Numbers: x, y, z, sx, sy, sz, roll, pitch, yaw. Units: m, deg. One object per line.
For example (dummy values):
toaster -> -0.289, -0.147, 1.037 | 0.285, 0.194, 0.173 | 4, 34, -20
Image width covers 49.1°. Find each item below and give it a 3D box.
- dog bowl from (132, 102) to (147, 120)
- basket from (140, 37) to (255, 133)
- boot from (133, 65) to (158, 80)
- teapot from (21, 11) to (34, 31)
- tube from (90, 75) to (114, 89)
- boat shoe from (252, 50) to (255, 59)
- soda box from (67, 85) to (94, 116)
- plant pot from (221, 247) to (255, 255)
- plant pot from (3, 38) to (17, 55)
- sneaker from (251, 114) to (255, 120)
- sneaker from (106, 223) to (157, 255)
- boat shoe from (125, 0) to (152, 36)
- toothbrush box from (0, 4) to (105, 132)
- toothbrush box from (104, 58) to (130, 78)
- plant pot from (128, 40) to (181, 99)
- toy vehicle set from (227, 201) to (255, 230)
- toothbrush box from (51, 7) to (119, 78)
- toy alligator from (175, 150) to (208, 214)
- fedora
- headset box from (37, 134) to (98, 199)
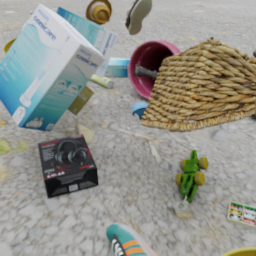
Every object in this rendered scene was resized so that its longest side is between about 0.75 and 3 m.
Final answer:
dog bowl -> 0.434, -0.489, 8.153 | 0.511, 0.916, 0.227 | -27, 63, 23
basket -> 1.573, -0.527, 6.019 | 1.738, 1.814, 2.435 | 22, -4, -15
boot -> 0.828, -2.089, 10.957 | 1.199, 0.477, 1.378 | 12, 18, -1
teapot -> -3.197, -3.545, 10.216 | 1.470, 1.074, 1.451 | 2, 5, 42
tube -> -1.409, -2.464, 14.418 | 1.739, 0.452, 0.505 | 31, 1, 42
boat shoe -> 5.149, -2.935, 11.105 | 0.399, 1.232, 0.443 | 34, 47, -16
soda box -> -2.216, -1.403, 9.439 | 0.951, 1.006, 2.970 | -52, 31, -1
plant pot -> 2.204, 3.248, 4.450 | 2.068, 1.468, 2.068 | -8, 31, 5
plant pot -> -3.566, -2.502, 9.506 | 1.037, 0.736, 1.037 | -5, 52, 6
sneaker -> 5.652, -0.863, 11.717 | 1.578, 0.603, 0.904 | -21, 45, -20
sneaker -> 0.064, 2.820, 5.933 | 0.785, 0.701, 1.965 | -22, 40, -37
boat shoe -> 0.346, -4.767, 11.547 | 0.858, 2.410, 0.754 | -14, 80, -13
toothbrush box -> -2.173, -1.489, 7.307 | 1.899, 2.594, 1.107 | 46, 16, 24
toothbrush box -> -0.714, -3.363, 15.485 | 1.643, 0.701, 1.203 | 5, 33, 7
plant pot -> 1.702, -2.705, 13.085 | 2.629, 2.629, 2.353 | 22, 23, 30
toy vehicle set -> 3.136, 2.301, 7.258 | 1.051, 0.139, 0.653 | 12, 35, 18
toothbrush box -> -1.706, -2.911, 9.691 | 2.255, 1.651, 0.962 | 16, 14, -33
toy alligator -> 1.780, 1.588, 8.029 | 0.790, 0.573, 2.383 | -11, 33, 35
fedora -> -1.212, -5.086, 12.527 | 1.392, 1.392, 0.568 | -19, 55, -27
headset box -> -1.901, 1.037, 8.624 | 1.502, 0.780, 2.019 | -11, 36, -16
